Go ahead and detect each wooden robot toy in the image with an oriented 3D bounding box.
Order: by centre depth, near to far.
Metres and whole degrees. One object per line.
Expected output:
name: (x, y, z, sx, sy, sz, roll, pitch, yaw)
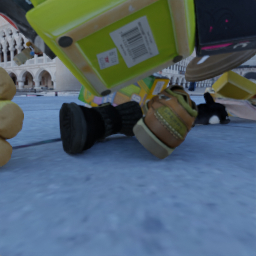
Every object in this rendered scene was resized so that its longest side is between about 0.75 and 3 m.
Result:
wooden robot toy: (-2.934, -2.645, 8.538, 1.673, 0.759, 0.737, -47, 18, -20)

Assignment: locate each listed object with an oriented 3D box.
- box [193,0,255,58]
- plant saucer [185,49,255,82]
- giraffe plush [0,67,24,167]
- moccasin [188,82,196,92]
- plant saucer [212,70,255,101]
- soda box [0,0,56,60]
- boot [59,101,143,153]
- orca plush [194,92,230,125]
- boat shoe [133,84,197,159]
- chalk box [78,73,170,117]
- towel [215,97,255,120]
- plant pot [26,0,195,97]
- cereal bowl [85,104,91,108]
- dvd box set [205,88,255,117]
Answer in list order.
box: (1.955, -2.738, 5.612, 1.391, 2.276, 1.207, -7, 2, 10)
plant saucer: (2.680, -2.087, 8.141, 2.357, 0.347, 2.357, -29, 19, 11)
giraffe plush: (-2.515, -0.179, 4.564, 1.900, 1.639, 1.540, 17, -5, -1)
moccasin: (2.462, -1.849, 10.760, 0.297, 0.870, 0.350, 6, 3, 11)
plant saucer: (3.753, -1.329, 9.869, 1.336, 0.324, 1.337, 29, -19, 2)
soda box: (-2.668, -3.156, 7.168, 2.861, 0.906, 1.012, 41, -30, -24)
boot: (-0.459, -0.107, 5.782, 1.791, 0.902, 2.396, -2, 8, -16)
orca plush: (2.409, -0.697, 9.485, 2.970, 1.056, 1.563, -4, 9, -27)
boat shoe: (0.911, -0.285, 5.550, 1.049, 0.991, 2.915, 42, 17, -6)
chalk box: (-0.378, -1.358, 8.869, 2.687, 1.663, 1.672, 28, 18, 18)
towel: (4.163, -0.653, 10.064, 1.532, 0.258, 1.604, 25, 0, -22)
plant pot: (-0.305, -2.423, 5.261, 2.892, 2.637, 2.906, -24, -25, 7)
cereal bowl: (-0.779, -1.340, 12.714, 2.275, 0.947, 2.275, -37, 6, 5)
dvd box set: (4.342, -0.980, 10.983, 2.251, 0.331, 1.647, 9, -26, 45)
